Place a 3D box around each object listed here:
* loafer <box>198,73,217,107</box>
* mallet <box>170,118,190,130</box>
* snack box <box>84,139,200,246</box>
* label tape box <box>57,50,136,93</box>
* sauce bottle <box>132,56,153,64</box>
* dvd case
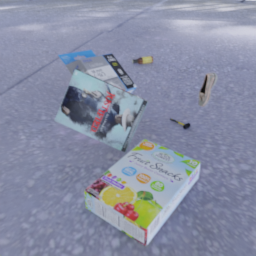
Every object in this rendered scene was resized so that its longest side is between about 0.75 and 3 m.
[{"bbox_3d":[2.557,-1.276,9.378,0.385,1.226,0.441,-1,34,-26],"label":"loafer"},{"bbox_3d":[2.073,-0.213,11.158,0.303,0.190,0.921,-22,36,-29],"label":"mallet"},{"bbox_3d":[0.473,1.593,7.923,2.042,0.761,2.872,23,40,30],"label":"snack box"},{"bbox_3d":[-1.292,-2.417,11.979,2.090,0.917,2.898,-27,79,-47],"label":"label tape box"},{"bbox_3d":[0.849,-3.971,16.479,1.253,0.414,0.414,-9,35,-16],"label":"sauce bottle"},{"bbox_3d":[-0.891,-0.552,9.188,2.591,1.892,0.285,25,8,0],"label":"dvd case"}]
